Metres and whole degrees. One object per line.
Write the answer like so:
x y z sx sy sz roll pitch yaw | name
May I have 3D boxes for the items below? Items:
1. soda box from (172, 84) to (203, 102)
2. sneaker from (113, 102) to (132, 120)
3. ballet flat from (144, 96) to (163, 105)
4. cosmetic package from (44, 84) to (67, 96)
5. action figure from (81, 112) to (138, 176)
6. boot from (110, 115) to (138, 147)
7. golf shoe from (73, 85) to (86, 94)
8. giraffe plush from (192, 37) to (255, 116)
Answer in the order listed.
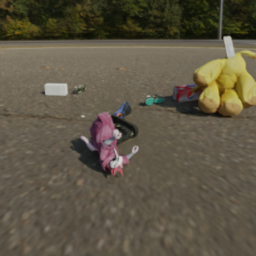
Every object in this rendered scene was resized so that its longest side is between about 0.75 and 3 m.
2.981 -1.640 12.938 1.834 0.642 0.581 -10 26 -22 | soda box
-0.285 -0.491 9.737 0.477 0.458 1.216 -8 33 40 | sneaker
1.030 -1.215 12.183 1.133 0.385 0.388 -7 35 -41 | ballet flat
-3.558 -1.898 13.847 1.021 0.518 0.364 3 20 6 | cosmetic package
-0.570 0.478 6.751 1.354 1.218 1.818 -28 43 10 | action figure
-0.541 0.052 8.490 1.478 0.556 1.105 16 26 36 | boot
-2.542 -1.950 14.247 0.432 0.379 0.981 0 16 23 | golf shoe
3.715 -1.784 11.406 2.545 2.950 2.392 8 -9 1 | giraffe plush
